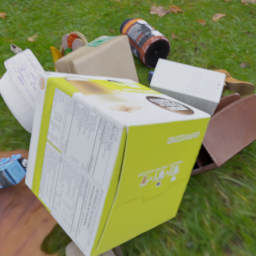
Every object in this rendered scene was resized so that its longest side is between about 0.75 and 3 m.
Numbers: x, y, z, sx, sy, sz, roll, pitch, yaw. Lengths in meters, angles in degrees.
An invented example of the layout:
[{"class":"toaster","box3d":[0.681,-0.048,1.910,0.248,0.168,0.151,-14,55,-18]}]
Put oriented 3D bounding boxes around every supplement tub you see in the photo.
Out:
[{"class":"supplement tub","box3d":[0.624,-3.988,12.688,1.455,1.455,2.720,-21,49,-19]}]

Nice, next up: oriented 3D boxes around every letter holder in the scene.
[{"class":"letter holder","box3d":[2.656,-0.177,8.387,2.775,1.396,1.973,-28,83,-26]}]

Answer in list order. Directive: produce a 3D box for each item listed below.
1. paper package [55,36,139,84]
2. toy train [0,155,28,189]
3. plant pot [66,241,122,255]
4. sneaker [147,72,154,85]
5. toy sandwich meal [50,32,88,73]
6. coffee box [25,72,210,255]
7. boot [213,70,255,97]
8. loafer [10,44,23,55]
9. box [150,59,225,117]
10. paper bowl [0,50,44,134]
[{"class":"paper package","box3d":[-0.971,-1.727,9.730,1.270,2.339,2.454,18,45,41]},{"class":"toy train","box3d":[-3.404,1.257,7.616,1.542,0.669,0.881,-20,18,24]},{"class":"plant pot","box3d":[-0.806,2.778,6.372,1.020,1.175,1.175,-27,49,-2]},{"class":"sneaker","box3d":[1.283,-1.731,10.749,1.396,0.526,0.548,32,48,-28]},{"class":"toy sandwich meal","box3d":[-2.297,-2.473,10.729,0.845,2.466,2.466,-5,39,-43]},{"class":"coffee box","box3d":[-0.313,0.534,6.371,2.775,2.779,2.749,-6,29,-45]},{"class":"boot","box3d":[3.546,-1.585,9.699,1.441,0.553,1.119,-2,39,2]},{"class":"loafer","box3d":[-5.278,-3.688,13.208,0.865,0.272,0.311,31,53,27]},{"class":"box","box3d":[1.595,-1.057,7.795,1.807,1.124,0.881,16,72,11]},{"class":"paper bowl","box3d":[-2.912,-0.918,8.758,1.422,2.734,2.734,-32,52,-8]}]
